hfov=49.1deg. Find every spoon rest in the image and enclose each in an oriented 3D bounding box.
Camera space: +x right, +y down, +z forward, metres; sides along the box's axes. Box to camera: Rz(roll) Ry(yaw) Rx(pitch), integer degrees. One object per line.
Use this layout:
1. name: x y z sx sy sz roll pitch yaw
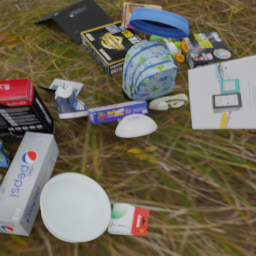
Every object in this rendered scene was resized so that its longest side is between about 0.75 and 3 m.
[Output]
1. spoon rest: 0.079 -0.149 9.357 1.306 0.797 2.628 -13 21 -11

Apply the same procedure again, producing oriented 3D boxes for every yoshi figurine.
1. yoshi figurine: 1.560 -3.438 11.698 1.020 1.016 1.814 -32 45 -24

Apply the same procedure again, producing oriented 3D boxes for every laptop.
1. laptop: -2.660 -1.693 11.146 1.301 0.806 1.390 12 50 10
2. laptop: -2.915 -5.655 15.035 2.975 1.724 2.785 46 59 0

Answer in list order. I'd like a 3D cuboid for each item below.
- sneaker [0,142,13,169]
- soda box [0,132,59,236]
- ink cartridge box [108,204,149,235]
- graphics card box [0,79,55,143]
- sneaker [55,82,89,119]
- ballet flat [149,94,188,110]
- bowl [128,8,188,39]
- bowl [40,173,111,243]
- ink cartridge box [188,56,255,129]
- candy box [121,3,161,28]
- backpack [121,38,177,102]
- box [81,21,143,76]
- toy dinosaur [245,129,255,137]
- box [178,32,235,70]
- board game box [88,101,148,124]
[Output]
1. sneaker: -4.047 0.924 9.070 0.482 0.563 1.358 -47 40 -2
2. soda box: -2.941 1.541 8.209 0.914 0.984 2.882 6 49 5
3. ink cartridge box: 0.018 2.487 7.638 1.004 0.251 0.808 -4 42 17
4. graphics card box: -3.463 -0.404 8.588 1.822 2.904 0.739 -5 66 -1
5. sneaker: -1.935 -0.991 9.819 0.674 1.226 1.674 -5 6 21
6. ballet flat: 1.512 -0.918 10.420 1.487 0.502 0.464 -16 45 -2
7. bowl: 0.977 -3.254 8.780 1.916 0.376 1.916 13 7 -2
8. bowl: -1.488 2.235 7.455 1.927 0.866 1.927 21 39 -18
9. ink cartridge box: 2.592 -0.749 6.284 1.445 1.438 1.969 -9 5 -40
10. candy box: 0.624 -5.264 13.252 1.811 1.056 0.511 -6 28 -25
11. backpack: 0.813 -2.014 10.186 2.130 2.611 2.007 -13 51 -9
12. box: -0.569 -3.794 13.049 2.285 0.706 2.861 -22 53 -20
13. toy dinosaur: 4.565 0.001 10.023 0.754 0.429 1.419 6 53 -24
14. box: 3.528 -3.558 12.943 1.900 0.525 2.372 -7 49 -6
15. board game box: -0.393 -0.558 9.643 1.833 0.410 1.232 -12 9 -13
